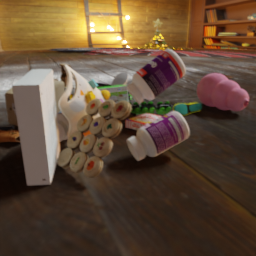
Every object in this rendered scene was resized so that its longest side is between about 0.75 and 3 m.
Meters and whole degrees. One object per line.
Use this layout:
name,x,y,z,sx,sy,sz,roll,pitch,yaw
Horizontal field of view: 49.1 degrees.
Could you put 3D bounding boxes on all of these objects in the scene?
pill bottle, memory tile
pill bottle,0.865,0.270,8.360,1.731,0.972,0.972,-27,28,-13
memory tile,-0.973,0.181,7.723,1.753,2.287,0.192,11,-21,43
pill bottle,1.085,-2.022,11.332,2.309,1.299,1.299,-38,27,-2
pill bottle,-2.222,-0.146,9.957,0.945,0.945,1.737,4,20,11

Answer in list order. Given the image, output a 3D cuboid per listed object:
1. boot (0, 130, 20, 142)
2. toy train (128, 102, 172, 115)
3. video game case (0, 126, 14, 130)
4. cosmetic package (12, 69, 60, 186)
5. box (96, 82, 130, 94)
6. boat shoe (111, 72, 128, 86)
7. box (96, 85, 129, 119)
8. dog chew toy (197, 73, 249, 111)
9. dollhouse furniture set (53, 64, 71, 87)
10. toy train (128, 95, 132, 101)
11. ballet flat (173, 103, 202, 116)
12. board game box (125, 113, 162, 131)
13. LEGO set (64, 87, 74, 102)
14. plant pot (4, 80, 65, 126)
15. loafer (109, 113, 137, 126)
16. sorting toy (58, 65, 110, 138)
boot,-4.052,0.331,9.396,0.913,0.435,1.180,14,24,33
toy train,0.834,-0.802,11.942,2.141,0.604,0.447,-3,58,-15
video game case,-4.974,0.060,10.083,1.577,0.150,1.126,-8,3,-18
cosmetic package,-2.319,-0.096,7.399,0.665,2.576,1.942,-3,22,-7
box,-0.983,-2.209,15.460,2.252,0.407,1.610,9,10,2
boat shoe,-0.475,-1.842,13.638,0.678,0.619,1.883,12,66,16
box,-0.747,-1.106,11.948,1.470,1.297,0.711,-12,15,-28
dog chew toy,4.450,-1.560,13.058,1.627,1.627,2.612,-11,30,-26
dollhouse furniture set,-4.661,-3.044,16.984,2.240,1.457,2.057,-13,24,-31
toy train,-0.644,-1.705,15.005,1.795,0.375,0.506,8,12,22
ballet flat,2.564,-0.836,12.574,1.632,0.545,0.547,-8,0,-28
board game box,0.737,-0.207,10.897,1.067,0.326,1.408,14,22,37
LEGO set,-2.295,-1.542,13.305,2.089,1.210,1.606,13,24,31
plant pot,-3.556,-0.826,10.561,1.769,1.771,1.568,11,24,25
loafer,-0.173,-0.383,11.173,0.548,0.533,1.501,19,27,40
sorting toy,-1.539,-0.901,8.838,1.194,2.235,2.012,-6,-24,20
